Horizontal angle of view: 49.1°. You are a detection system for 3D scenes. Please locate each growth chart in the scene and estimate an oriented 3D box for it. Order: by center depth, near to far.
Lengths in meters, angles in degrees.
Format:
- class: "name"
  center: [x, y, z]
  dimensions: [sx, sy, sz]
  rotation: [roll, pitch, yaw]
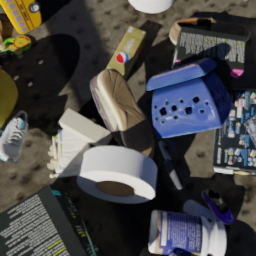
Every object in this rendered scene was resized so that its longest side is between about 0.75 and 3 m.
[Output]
- class: "growth chart"
  center: [-1.760, 0.599, 8.668]
  dimensions: [1.386, 0.170, 1.916]
  rotation: [1, 71, 1]

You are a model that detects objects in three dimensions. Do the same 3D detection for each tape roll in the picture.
- class: "tape roll"
  center: [-0.282, 1.294, 7.369]
  dimensions: [2.067, 2.067, 0.723]
  rotation: [8, 57, 3]
- class: "tape roll"
  center: [0.887, -5.227, 10.369]
  dimensions: [1.917, 0.671, 1.917]
  rotation: [0, 72, -1]

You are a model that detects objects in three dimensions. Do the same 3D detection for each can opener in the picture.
- class: "can opener"
  center: [1.350, 1.034, 8.309]
  dimensions: [0.524, 0.418, 1.569]
  rotation: [-31, 71, 28]

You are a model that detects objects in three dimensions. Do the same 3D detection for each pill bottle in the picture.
- class: "pill bottle"
  center: [1.515, 2.829, 7.392]
  dimensions: [1.871, 1.083, 1.083]
  rotation: [5, 71, 5]

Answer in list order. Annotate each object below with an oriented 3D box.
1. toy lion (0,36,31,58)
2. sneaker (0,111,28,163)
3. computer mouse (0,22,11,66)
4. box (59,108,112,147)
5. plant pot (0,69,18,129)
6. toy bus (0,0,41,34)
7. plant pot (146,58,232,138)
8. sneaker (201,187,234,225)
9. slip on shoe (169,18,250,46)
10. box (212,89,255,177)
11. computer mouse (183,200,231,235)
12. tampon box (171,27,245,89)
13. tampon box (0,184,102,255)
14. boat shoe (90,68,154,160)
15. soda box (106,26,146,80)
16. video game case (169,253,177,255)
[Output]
- class: "toy lion"
  center: [-3.899, -2.906, 9.817]
  dimensions: [0.891, 0.306, 0.854]
  rotation: [15, 65, 5]
- class: "sneaker"
  center: [-3.248, 0.170, 8.018]
  dimensions: [0.814, 0.704, 1.879]
  rotation: [-46, 37, 25]
- class: "computer mouse"
  center: [-4.851, -3.098, 9.739]
  dimensions: [1.246, 0.498, 2.272]
  rotation: [-15, 72, -4]
- class: "box"
  center: [-1.258, 0.062, 8.419]
  dimensions: [1.539, 0.632, 0.526]
  rotation: [30, 73, 2]
- class: "plant pot"
  center: [-4.306, -0.914, 8.295]
  dimensions: [2.310, 2.310, 1.640]
  rotation: [32, 44, 10]
- class: "toy bus"
  center: [-3.653, -4.370, 8.941]
  dimensions: [1.102, 2.815, 0.916]
  rotation: [-31, 74, -10]
- class: "plant pot"
  center: [1.643, -0.880, 7.708]
  dimensions: [1.856, 1.856, 1.669]
  rotation: [-12, 104, 33]
- class: "sneaker"
  center: [2.520, 2.143, 7.791]
  dimensions: [0.402, 0.576, 1.158]
  rotation: [-29, 63, -20]
- class: "slip on shoe"
  center: [2.855, -3.328, 9.630]
  dimensions: [2.792, 0.846, 1.062]
  rotation: [3, 71, 1]
- class: "box"
  center: [3.658, 0.096, 8.274]
  dimensions: [2.071, 0.599, 2.606]
  rotation: [3, 70, 22]
- class: "computer mouse"
  center: [2.208, 2.582, 7.920]
  dimensions: [1.428, 0.313, 0.783]
  rotation: [33, 75, 10]
- class: "tampon box"
  center: [2.433, -2.097, 8.869]
  dimensions: [1.978, 1.483, 1.249]
  rotation: [11, 71, 3]
- class: "tampon box"
  center: [-1.767, 3.170, 6.724]
  dimensions: [1.825, 2.166, 2.890]
  rotation: [-31, 74, -10]
- class: "boat shoe"
  center: [-0.178, -0.230, 7.863]
  dimensions: [1.034, 0.932, 2.876]
  rotation: [-38, 109, -34]
- class: "soda box"
  center: [-0.075, -2.397, 9.415]
  dimensions: [0.624, 0.660, 1.950]
  rotation: [24, 73, 8]
- class: "video game case"
  center: [1.194, 4.860, 6.674]
  dimensions: [2.480, 0.312, 2.725]
  rotation: [38, 95, 12]
